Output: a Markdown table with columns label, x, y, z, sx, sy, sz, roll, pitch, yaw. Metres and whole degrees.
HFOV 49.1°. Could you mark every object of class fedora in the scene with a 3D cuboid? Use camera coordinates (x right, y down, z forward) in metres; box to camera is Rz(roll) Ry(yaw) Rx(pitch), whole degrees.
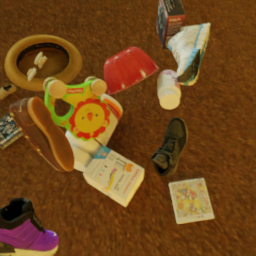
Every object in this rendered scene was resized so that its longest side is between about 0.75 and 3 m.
| label | x | y | z | sx | sy | sz | roll | pitch | yaw |
| --- | --- | --- | --- | --- | --- | --- | --- | --- | --- |
| fedora | -3.187 | -2.282 | 10.752 | 2.828 | 1.153 | 2.828 | 5 | 61 | -8 |

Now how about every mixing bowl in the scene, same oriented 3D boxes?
| label | x | y | z | sx | sy | sz | roll | pitch | yaw |
| --- | --- | --- | --- | --- | --- | --- | --- | --- | --- |
| mixing bowl | -0.074 | -2.055 | 9.531 | 1.989 | 1.989 | 1.077 | -32 | 103 | -14 |

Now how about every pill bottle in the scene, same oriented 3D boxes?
| label | x | y | z | sx | sy | sz | roll | pitch | yaw |
| --- | --- | --- | --- | --- | --- | --- | --- | --- | --- |
| pill bottle | -1.480 | 0.158 | 10.976 | 1.575 | 1.575 | 2.875 | 22 | 66 | 10 |
| pill bottle | 1.314 | -1.230 | 9.044 | 0.721 | 0.721 | 1.272 | 3 | 44 | 2 |

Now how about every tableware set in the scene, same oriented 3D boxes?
| label | x | y | z | sx | sy | sz | roll | pitch | yaw |
| --- | --- | --- | --- | --- | --- | --- | --- | --- | --- |
| tableware set | -2.868 | -1.896 | 8.714 | 0.938 | 0.130 | 1.123 | -56 | 32 | 5 |

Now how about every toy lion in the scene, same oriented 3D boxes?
| label | x | y | z | sx | sy | sz | roll | pitch | yaw |
| --- | --- | --- | --- | --- | --- | --- | --- | --- | --- |
| toy lion | -1.569 | -0.554 | 9.086 | 2.188 | 2.097 | 0.751 | -7 | 21 | -31 |

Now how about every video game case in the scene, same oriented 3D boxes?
| label | x | y | z | sx | sy | sz | roll | pitch | yaw |
| --- | --- | --- | --- | --- | --- | --- | --- | --- | --- |
| video game case | 2.360 | 2.733 | 10.541 | 1.376 | 0.173 | 1.512 | -7 | 65 | -4 |

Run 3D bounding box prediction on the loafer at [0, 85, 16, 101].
| label | x | y | z | sx | sy | sz | roll | pitch | yaw |
| --- | --- | --- | --- | --- | --- | --- | --- | --- | --- |
| loafer | -5.551 | -1.609 | 12.477 | 1.116 | 0.376 | 0.424 | -40 | 71 | -17 |

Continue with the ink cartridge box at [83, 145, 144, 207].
| label | x | y | z | sx | sy | sz | roll | pitch | yaw |
| --- | --- | --- | --- | --- | --- | --- | --- | --- | --- |
| ink cartridge box | -0.491 | 1.794 | 10.348 | 1.801 | 1.303 | 1.326 | 29 | 68 | 13 |

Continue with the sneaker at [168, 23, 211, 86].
| label | x | y | z | sx | sy | sz | roll | pitch | yaw |
| --- | --- | --- | --- | --- | --- | --- | --- | --- | --- |
| sneaker | 1.921 | -2.556 | 9.641 | 1.298 | 1.123 | 2.996 | 12 | 50 | 18 |

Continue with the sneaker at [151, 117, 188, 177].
| label | x | y | z | sx | sy | sz | roll | pitch | yaw |
| --- | --- | --- | --- | --- | --- | --- | --- | --- | --- |
| sneaker | 1.384 | 0.665 | 9.300 | 0.793 | 1.188 | 2.075 | 20 | 98 | 21 |

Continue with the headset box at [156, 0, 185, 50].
| label | x | y | z | sx | sy | sz | roll | pitch | yaw |
| --- | --- | --- | --- | --- | --- | --- | --- | --- | --- |
| headset box | 1.619 | -4.226 | 10.872 | 0.713 | 1.846 | 1.374 | -8 | 64 | -4 |

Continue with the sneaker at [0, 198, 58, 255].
| label | x | y | z | sx | sy | sz | roll | pitch | yaw |
| --- | --- | --- | --- | --- | --- | --- | --- | --- | --- |
| sneaker | -2.652 | 2.556 | 7.227 | 0.981 | 2.822 | 1.403 | 6 | 75 | 27 |

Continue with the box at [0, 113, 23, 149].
| label | x | y | z | sx | sy | sz | roll | pitch | yaw |
| --- | --- | --- | --- | --- | --- | --- | --- | --- | --- |
| box | -4.975 | 0.020 | 11.732 | 1.431 | 0.329 | 1.138 | -40 | 71 | -17 |

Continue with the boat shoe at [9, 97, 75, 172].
| label | x | y | z | sx | sy | sz | roll | pitch | yaw |
| --- | --- | --- | --- | --- | --- | --- | --- | --- | --- |
| boat shoe | -2.348 | 0.260 | 7.824 | 0.871 | 2.477 | 0.872 | -13 | 30 | 18 |
